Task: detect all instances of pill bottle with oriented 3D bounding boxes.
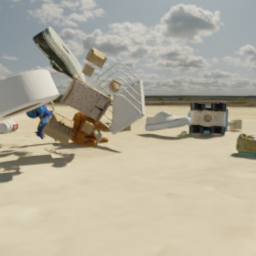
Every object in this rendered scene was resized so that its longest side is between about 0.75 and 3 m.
[{"bbox_3d":[-5.980,-0.065,14.031,0.583,0.583,1.064,1,7,6],"label":"pill bottle"}]

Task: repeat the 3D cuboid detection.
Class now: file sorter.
[{"bbox_3d":[-0.399,-1.146,10.408,1.479,2.132,1.327,-32,-53,26],"label":"file sorter"}]

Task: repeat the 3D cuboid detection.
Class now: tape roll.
[{"bbox_3d":[-3.046,-0.814,7.632,2.185,0.764,2.185,-22,6,3],"label":"tape roll"}]

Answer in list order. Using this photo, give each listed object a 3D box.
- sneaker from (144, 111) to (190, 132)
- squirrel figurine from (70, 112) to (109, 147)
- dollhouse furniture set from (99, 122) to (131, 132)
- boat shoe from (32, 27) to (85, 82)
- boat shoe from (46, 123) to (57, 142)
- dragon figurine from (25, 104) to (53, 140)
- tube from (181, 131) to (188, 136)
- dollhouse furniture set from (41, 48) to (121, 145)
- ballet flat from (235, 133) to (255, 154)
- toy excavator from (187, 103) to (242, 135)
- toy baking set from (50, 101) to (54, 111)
[{"bbox_3d":[1.704,-0.381,12.833,2.412,0.854,0.881,-9,-8,39],"label":"sneaker"},{"bbox_3d":[-1.592,-0.195,10.741,1.702,1.589,1.205,3,7,27],"label":"squirrel figurine"},{"bbox_3d":[-1.059,-0.335,14.730,2.179,0.964,1.129,-3,7,-18],"label":"dollhouse furniture set"},{"bbox_3d":[-2.066,-2.091,8.625,0.667,2.096,0.741,-24,43,12],"label":"boat shoe"},{"bbox_3d":[-3.011,0.022,10.769,0.377,1.184,0.418,-39,18,-17],"label":"boat shoe"},{"bbox_3d":[-3.034,-0.661,9.391,0.613,2.083,1.036,-23,4,20],"label":"dragon figurine"},{"bbox_3d":[2.621,0.226,13.204,0.259,0.231,0.891,41,12,11],"label":"tube"},{"bbox_3d":[-1.210,-0.808,8.315,1.399,2.699,1.195,30,18,-17],"label":"dollhouse furniture set"},{"bbox_3d":[4.422,0.504,8.354,2.324,0.822,0.822,5,8,34],"label":"ballet flat"},{"bbox_3d":[4.364,-0.351,13.912,2.860,1.469,2.941,2,-2,11],"label":"toy excavator"},{"bbox_3d":[-3.159,-1.424,10.811,0.231,1.522,1.983,-15,48,-14],"label":"toy baking set"}]
